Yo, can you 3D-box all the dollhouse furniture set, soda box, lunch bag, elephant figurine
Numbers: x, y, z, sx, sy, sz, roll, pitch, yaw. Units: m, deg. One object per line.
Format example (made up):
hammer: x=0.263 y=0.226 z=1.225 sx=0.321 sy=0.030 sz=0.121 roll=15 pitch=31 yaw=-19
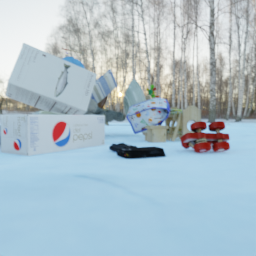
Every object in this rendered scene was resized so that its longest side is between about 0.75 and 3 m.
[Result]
dollhouse furniture set: x=1.221 y=-0.171 z=10.279 sx=1.935 sy=1.216 sz=2.188 roll=-1 pitch=2 yaw=-21
soda box: x=-1.749 y=0.100 z=7.165 sx=0.952 sy=0.890 sz=2.795 roll=1 pitch=2 yaw=30
lunch bag: x=0.790 y=-0.500 z=10.054 sx=1.455 sy=0.901 sz=1.237 roll=-23 pitch=19 yaw=12
elephant figurine: x=-1.800 y=-0.428 z=12.232 sx=2.276 sy=2.076 sz=2.933 roll=37 pitch=5 yaw=12

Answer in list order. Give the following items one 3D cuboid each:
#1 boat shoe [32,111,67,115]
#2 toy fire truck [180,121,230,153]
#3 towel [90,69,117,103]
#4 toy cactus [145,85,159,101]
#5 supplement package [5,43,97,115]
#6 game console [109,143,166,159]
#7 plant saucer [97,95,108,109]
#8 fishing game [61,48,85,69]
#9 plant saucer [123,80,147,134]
boat shoe: x=-2.439 y=-0.248 z=9.295 sx=0.594 sy=0.582 sz=1.669 roll=7 pitch=-7 yaw=36
toy fire truck: x=1.767 y=0.317 z=6.637 sx=1.162 sy=0.651 sz=0.975 roll=0 pitch=-22 yaw=-15
towel: x=-1.241 y=-1.775 z=12.660 sx=0.198 sy=1.665 sz=1.223 roll=42 pitch=-12 yaw=31
toy cactus: x=0.996 y=-1.325 z=13.223 sx=0.733 sy=1.433 sz=1.182 roll=28 pitch=5 yaw=3
supplement package: x=-2.555 y=-1.420 z=9.334 sx=2.499 sy=1.461 sz=1.466 roll=20 pitch=-20 yaw=-21
game console: x=0.084 y=0.491 z=6.215 sx=0.911 sy=0.186 sz=1.544 roll=-1 pitch=3 yaw=-25
plant saucer: x=-1.841 y=-1.275 z=13.954 sx=0.381 sy=2.081 sz=2.081 roll=36 pitch=16 yaw=21
fishing game: x=-2.335 y=-2.272 z=11.346 sx=1.256 sy=1.755 sz=0.273 roll=9 pitch=11 yaw=-7
plant saucer: x=0.253 y=-0.881 z=12.700 sx=0.637 sy=2.537 sz=2.537 roll=-13 pitch=5 yaw=-11
